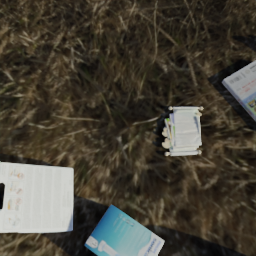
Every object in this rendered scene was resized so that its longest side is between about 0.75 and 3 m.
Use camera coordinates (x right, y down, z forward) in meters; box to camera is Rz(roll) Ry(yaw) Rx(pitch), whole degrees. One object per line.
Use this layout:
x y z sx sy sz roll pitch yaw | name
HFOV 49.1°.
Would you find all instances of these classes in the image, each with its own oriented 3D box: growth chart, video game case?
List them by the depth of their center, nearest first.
1.656 0.060 8.497 1.238 0.152 1.711 5 68 3 | growth chart
4.286 -1.055 8.933 1.544 0.194 2.156 -30 71 -12 | video game case

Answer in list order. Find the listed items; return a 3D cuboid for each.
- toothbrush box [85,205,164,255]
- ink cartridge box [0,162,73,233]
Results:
-0.083 2.895 7.034 1.607 0.685 1.176 30 71 12 | toothbrush box
-2.404 1.775 7.091 2.054 0.586 1.669 8 66 -28 | ink cartridge box
